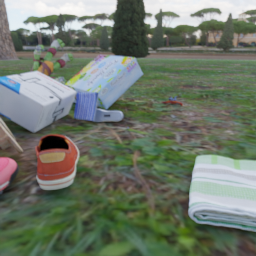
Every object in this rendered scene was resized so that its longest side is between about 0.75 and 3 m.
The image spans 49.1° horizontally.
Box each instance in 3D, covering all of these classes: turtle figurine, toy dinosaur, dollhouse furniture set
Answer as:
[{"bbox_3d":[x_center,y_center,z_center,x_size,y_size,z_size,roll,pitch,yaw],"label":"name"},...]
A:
[{"bbox_3d":[-3.768,-3.301,14.226,2.002,2.782,2.697,33,56,-6],"label":"turtle figurine"},{"bbox_3d":[1.943,-1.050,11.736,0.864,0.454,0.784,-32,25,6],"label":"toy dinosaur"},{"bbox_3d":[-4.199,0.550,6.160,2.950,1.441,2.516,-38,49,-17],"label":"dollhouse furniture set"}]

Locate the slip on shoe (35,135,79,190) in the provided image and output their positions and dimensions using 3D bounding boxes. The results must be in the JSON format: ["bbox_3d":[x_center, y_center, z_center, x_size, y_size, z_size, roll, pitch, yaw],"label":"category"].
[{"bbox_3d":[-1.476,0.456,5.750,0.898,0.742,2.424,-7,13,-11],"label":"slip on shoe"}]

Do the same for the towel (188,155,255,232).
[{"bbox_3d":[1.947,0.967,4.805,1.698,0.349,2.277,5,17,14],"label":"towel"}]

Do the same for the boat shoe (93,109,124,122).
[{"bbox_3d":[-0.747,-0.410,9.258,1.289,0.451,0.427,0,-4,16],"label":"boat shoe"}]

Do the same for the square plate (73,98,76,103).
[{"bbox_3d":[-3.375,-1.719,12.325,2.093,0.298,2.074,19,7,-26],"label":"square plate"}]

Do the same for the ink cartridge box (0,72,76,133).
[{"bbox_3d":[-2.980,-0.947,9.014,1.710,0.988,2.343,28,21,3],"label":"ink cartridge box"}]

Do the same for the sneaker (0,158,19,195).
[{"bbox_3d":[-3.045,0.708,4.268,2.651,1.150,0.977,-11,20,-34],"label":"sneaker"}]

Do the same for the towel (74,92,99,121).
[{"bbox_3d":[-1.402,-0.715,9.119,0.153,0.927,1.280,9,-1,-38],"label":"towel"}]

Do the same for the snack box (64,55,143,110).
[{"bbox_3d":[-1.091,-2.066,11.937,2.294,0.921,2.720,-46,39,-19],"label":"snack box"}]
